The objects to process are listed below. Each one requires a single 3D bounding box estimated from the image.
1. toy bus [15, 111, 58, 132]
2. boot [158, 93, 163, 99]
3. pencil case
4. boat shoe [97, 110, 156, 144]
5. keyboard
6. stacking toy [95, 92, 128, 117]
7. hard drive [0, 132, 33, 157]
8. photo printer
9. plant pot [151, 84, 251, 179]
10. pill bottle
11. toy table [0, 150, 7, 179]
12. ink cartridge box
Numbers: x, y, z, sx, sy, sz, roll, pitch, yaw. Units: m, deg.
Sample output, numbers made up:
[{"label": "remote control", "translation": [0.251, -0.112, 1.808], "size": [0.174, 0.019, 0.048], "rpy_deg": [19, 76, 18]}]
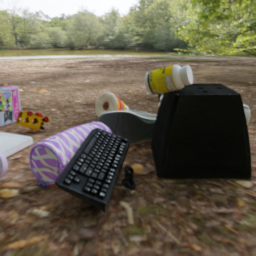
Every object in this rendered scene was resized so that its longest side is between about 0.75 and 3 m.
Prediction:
[{"label": "toy bus", "translation": [-3.188, -0.181, 9.516], "size": [1.193, 0.617, 1.126], "rpy_deg": [14, -8, 9]}, {"label": "boot", "translation": [2.552, -1.897, 14.635], "size": [1.362, 0.722, 2.069], "rpy_deg": [17, 30, 33]}, {"label": "pencil case", "translation": [-1.286, 0.521, 6.831], "size": [1.012, 0.993, 2.367], "rpy_deg": [9, 20, 24]}, {"label": "boat shoe", "translation": [0.384, -0.052, 8.742], "size": [2.690, 0.991, 0.863], "rpy_deg": [2, 11, -5]}, {"label": "keyboard", "translation": [-0.434, 0.775, 5.981], "size": [1.450, 0.310, 2.414], "rpy_deg": [27, 28, -2]}, {"label": "stacking toy", "translation": [-0.462, -0.806, 11.286], "size": [1.106, 1.106, 1.513], "rpy_deg": [15, 7, 37]}, {"label": "hard drive", "translation": [-3.871, 0.606, 7.726], "size": [1.360, 0.275, 2.062], "rpy_deg": [7, 20, 21]}, {"label": "photo printer", "translation": [2.337, -0.629, 9.355], "size": [2.601, 0.903, 2.164], "rpy_deg": [11, 6, -4]}, {"label": "plant pot", "translation": [1.756, -0.062, 7.109], "size": [2.189, 1.946, 2.194], "rpy_deg": [0, 19, 0]}, {"label": "pill bottle", "translation": [0.936, -1.115, 6.420], "size": [1.000, 0.562, 0.562], "rpy_deg": [-8, 13, 29]}, {"label": "toy table", "translation": [-3.469, 0.750, 5.782], "size": [1.599, 1.469, 0.936], "rpy_deg": [-2, 0, 14]}, {"label": "ink cartridge box", "translation": [-4.788, -0.667, 9.894], "size": [0.468, 1.331, 2.230], "rpy_deg": [10, 20, 26]}]
